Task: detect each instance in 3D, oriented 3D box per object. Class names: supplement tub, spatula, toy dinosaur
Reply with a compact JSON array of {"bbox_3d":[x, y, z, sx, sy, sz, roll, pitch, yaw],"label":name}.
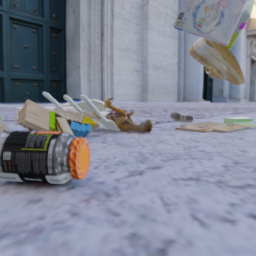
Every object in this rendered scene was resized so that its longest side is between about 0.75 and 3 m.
[{"bbox_3d":[-1.085,0.375,3.586,1.089,0.667,0.667,2,7,11],"label":"supplement tub"},{"bbox_3d":[-1.338,-0.375,8.045,1.641,0.190,2.361,8,-19,22],"label":"spatula"},{"bbox_3d":[-0.401,-0.245,9.203,1.573,0.895,2.962,37,-8,-32],"label":"toy dinosaur"}]

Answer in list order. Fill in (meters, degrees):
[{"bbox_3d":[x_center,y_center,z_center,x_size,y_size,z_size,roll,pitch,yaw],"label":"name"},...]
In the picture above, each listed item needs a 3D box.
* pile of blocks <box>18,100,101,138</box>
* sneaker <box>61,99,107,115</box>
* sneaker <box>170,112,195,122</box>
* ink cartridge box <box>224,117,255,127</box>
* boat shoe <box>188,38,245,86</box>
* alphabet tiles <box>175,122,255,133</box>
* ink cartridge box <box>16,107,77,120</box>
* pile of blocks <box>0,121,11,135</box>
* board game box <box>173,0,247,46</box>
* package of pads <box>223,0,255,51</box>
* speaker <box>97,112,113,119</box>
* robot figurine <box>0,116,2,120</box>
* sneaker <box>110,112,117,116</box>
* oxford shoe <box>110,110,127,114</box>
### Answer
[{"bbox_3d":[-1.705,0.045,7.100,0.772,1.020,2.484,-45,-29,27],"label":"pile of blocks"},{"bbox_3d":[-2.388,-1.136,15.420,2.588,0.993,1.440,-6,15,2],"label":"sneaker"},{"bbox_3d":[2.370,-0.415,12.204,1.106,0.413,0.454,14,2,30],"label":"sneaker"},{"bbox_3d":[4.382,-0.225,10.656,0.889,0.293,1.222,-2,5,-17],"label":"ink cartridge box"},{"bbox_3d":[2.867,-2.059,9.009,0.883,0.941,2.552,-28,-43,36],"label":"boat shoe"},{"bbox_3d":[2.855,-0.038,9.721,2.417,0.091,2.020,-6,9,-41],"label":"alphabet tiles"},{"bbox_3d":[-3.596,-0.641,12.851,2.738,0.612,2.412,-3,6,-25],"label":"ink cartridge box"},{"bbox_3d":[-3.596,0.095,7.229,1.882,0.772,0.585,20,-24,46],"label":"pile of blocks"},{"bbox_3d":[2.168,-3.110,7.257,1.513,1.521,0.330,25,14,14],"label":"board game box"},{"bbox_3d":[3.341,-3.510,9.234,0.759,1.720,2.227,21,-27,3],"label":"package of pads"},{"bbox_3d":[-1.010,-0.502,12.501,0.405,0.405,0.997,-4,8,-29],"label":"speaker"},{"bbox_3d":[-4.276,-0.142,8.526,0.866,0.571,0.987,-36,24,-23],"label":"robot figurine"},{"bbox_3d":[-0.691,-0.657,14.171,0.283,0.331,0.806,-6,9,-42],"label":"sneaker"},{"bbox_3d":[-0.573,-0.885,16.586,0.976,0.345,0.360,4,-13,-2],"label":"oxford shoe"}]
